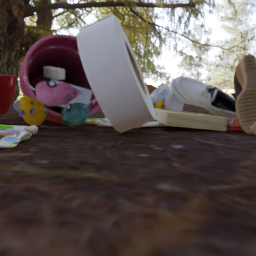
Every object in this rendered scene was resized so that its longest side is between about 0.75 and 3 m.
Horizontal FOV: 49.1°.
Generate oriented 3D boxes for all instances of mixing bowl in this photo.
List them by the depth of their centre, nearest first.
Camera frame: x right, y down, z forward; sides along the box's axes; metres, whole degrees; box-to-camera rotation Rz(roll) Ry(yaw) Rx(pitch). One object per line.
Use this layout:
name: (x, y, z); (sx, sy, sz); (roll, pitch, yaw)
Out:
mixing bowl: (-5.469, -1.048, 10.196); (2.822, 1.528, 2.822); (-5, 7, 1)

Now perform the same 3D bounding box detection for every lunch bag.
lunch bag: (2.972, -0.108, 7.339); (0.828, 0.339, 0.730); (0, 0, -12)

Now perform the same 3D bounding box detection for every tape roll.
tape roll: (-0.219, -1.268, 6.789); (0.934, 2.669, 2.669); (-21, 2, 11)

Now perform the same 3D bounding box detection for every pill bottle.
pill bottle: (1.579, -1.284, 14.182); (1.256, 1.256, 2.299); (-5, 7, -37)

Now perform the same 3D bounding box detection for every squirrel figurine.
squirrel figurine: (0.088, -1.385, 11.506); (2.036, 1.544, 2.182); (35, 39, 20)

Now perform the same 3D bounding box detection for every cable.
cable: (1.116, -1.215, 9.959); (0.811, 0.281, 0.811); (-32, 20, 36)

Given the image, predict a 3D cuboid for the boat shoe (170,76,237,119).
boat shoe: (2.621, -1.057, 9.071); (2.525, 0.929, 0.825); (24, -16, -1)

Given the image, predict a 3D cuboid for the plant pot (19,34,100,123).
plant pot: (-2.501, -1.444, 10.038); (2.910, 2.910, 2.604); (-4, -9, -32)

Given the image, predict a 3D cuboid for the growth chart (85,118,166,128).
growth chart: (-0.095, -0.162, 8.710); (2.368, 0.210, 1.713); (5, 7, 34)

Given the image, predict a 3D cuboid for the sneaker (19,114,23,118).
sneaker: (-4.003, -0.886, 11.790); (0.866, 1.001, 2.309); (-6, 7, -35)

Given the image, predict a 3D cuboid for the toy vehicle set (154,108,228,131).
toy vehicle set: (1.699, -0.288, 8.352); (1.598, 0.341, 2.572); (6, 6, -2)

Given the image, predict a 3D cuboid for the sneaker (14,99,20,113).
sneaker: (-4.279, -0.947, 13.322); (2.194, 0.801, 0.777); (9, 10, -27)

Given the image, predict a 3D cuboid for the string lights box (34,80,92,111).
string lights box: (-2.351, -1.039, 9.601); (1.329, 0.762, 2.586); (13, -3, -28)

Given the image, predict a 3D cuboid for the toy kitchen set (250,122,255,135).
toy kitchen set: (2.709, -0.237, 2.105); (1.945, 2.385, 2.151); (48, 27, 19)

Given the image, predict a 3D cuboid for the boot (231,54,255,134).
boot: (3.134, -0.669, 7.330); (0.760, 2.101, 1.748); (0, -17, 16)

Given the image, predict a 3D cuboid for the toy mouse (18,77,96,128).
toy mouse: (-1.740, -0.532, 7.411); (2.354, 0.513, 2.649); (-5, -25, 0)

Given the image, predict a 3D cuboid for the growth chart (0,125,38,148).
growth chart: (-2.980, 0.186, 5.243); (2.153, 0.264, 2.976); (2, 7, 6)

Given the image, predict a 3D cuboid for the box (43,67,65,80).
box: (-2.385, -1.766, 9.009); (0.829, 0.341, 0.284); (20, 23, 40)
